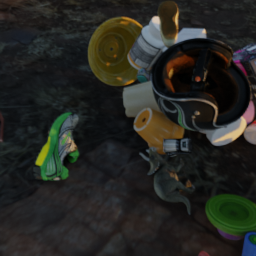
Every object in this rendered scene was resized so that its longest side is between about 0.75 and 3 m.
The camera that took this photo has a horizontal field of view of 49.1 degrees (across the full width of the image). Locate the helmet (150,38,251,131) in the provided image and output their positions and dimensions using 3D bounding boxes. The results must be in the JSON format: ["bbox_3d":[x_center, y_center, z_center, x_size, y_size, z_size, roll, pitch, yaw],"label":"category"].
[{"bbox_3d":[2.131,-1.118,8.334,2.669,2.545,2.669,-15,61,28],"label":"helmet"}]

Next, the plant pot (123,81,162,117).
[{"bbox_3d":[0.681,-1.069,10.912,1.601,1.749,1.749,-7,42,10],"label":"plant pot"}]

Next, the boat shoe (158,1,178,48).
[{"bbox_3d":[1.217,-3.204,8.654,0.642,0.576,1.734,3,60,5],"label":"boat shoe"}]

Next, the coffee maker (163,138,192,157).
[{"bbox_3d":[1.493,0.513,8.336,0.786,0.530,0.755,-2,13,22],"label":"coffee maker"}]

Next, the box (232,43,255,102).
[{"bbox_3d":[4.667,-1.990,9.927,1.477,1.702,2.575,-30,13,5],"label":"box"}]

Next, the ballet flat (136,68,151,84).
[{"bbox_3d":[0.782,-1.894,11.590,0.607,1.687,0.607,-8,62,15],"label":"ballet flat"}]

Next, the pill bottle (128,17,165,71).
[{"bbox_3d":[0.881,-3.309,11.178,1.162,1.997,1.162,15,51,-20],"label":"pill bottle"}]

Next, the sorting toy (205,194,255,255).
[{"bbox_3d":[3.291,2.876,7.103,2.855,1.172,1.715,15,29,33],"label":"sorting toy"}]

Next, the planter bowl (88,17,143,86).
[{"bbox_3d":[-0.561,-3.412,12.454,2.892,2.892,1.205,-18,30,-19],"label":"planter bowl"}]

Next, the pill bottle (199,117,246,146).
[{"bbox_3d":[2.941,-0.819,10.394,1.654,1.654,2.843,-14,50,-15],"label":"pill bottle"}]

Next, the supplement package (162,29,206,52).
[{"bbox_3d":[2.185,-2.945,10.655,0.965,0.953,1.591,19,55,38],"label":"supplement package"}]

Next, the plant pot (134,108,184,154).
[{"bbox_3d":[0.931,0.008,9.420,1.275,1.392,1.392,30,33,-29],"label":"plant pot"}]

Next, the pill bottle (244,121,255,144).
[{"bbox_3d":[4.871,0.027,10.265,1.229,0.690,0.690,-31,51,-28],"label":"pill bottle"}]

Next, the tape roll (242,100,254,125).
[{"bbox_3d":[4.099,-0.640,10.308,0.464,1.091,1.091,-7,44,-10],"label":"tape roll"}]

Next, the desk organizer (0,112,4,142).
[{"bbox_3d":[-4.994,-0.065,10.484,0.485,0.521,1.353,-11,44,-12],"label":"desk organizer"}]

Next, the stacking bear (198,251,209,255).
[{"bbox_3d":[1.473,3.536,6.579,1.219,0.740,0.693,-26,44,-17],"label":"stacking bear"}]

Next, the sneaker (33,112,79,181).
[{"bbox_3d":[-2.160,0.629,9.528,1.173,1.074,2.753,11,53,1],"label":"sneaker"}]

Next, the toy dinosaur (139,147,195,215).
[{"bbox_3d":[1.255,1.686,8.532,1.244,0.936,2.433,-17,51,0],"label":"toy dinosaur"}]
